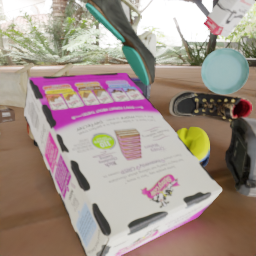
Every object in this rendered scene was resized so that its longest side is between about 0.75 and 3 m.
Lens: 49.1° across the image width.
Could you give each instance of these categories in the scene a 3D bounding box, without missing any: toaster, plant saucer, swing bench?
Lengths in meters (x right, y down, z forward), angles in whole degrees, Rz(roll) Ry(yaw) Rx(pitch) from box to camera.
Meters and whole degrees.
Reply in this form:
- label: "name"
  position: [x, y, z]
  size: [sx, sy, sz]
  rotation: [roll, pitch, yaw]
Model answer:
- label: "toaster"
  position: [2.460, 0.504, 4.765]
  size: [1.262, 1.110, 1.954]
  rotation: [5, 16, 9]
- label: "plant saucer"
  position: [5.248, -3.066, 15.318]
  size: [2.474, 2.474, 0.445]
  rotation: [2, 5, 9]
- label: "swing bench"
  position: [-4.119, -1.704, 11.757]
  size: [2.695, 1.758, 2.710]
  rotation: [10, 24, 31]

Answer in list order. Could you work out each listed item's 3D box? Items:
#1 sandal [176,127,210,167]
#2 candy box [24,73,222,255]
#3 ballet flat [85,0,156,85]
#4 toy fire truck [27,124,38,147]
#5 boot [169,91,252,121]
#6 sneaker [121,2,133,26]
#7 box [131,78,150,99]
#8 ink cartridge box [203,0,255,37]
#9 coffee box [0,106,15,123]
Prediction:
- label: "sandal"
  position: [0.754, 0.477, 5.748]
  size: [2.177, 0.865, 0.948]
  rotation: [6, -19, 43]
- label: "candy box"
  position: [-0.211, 0.294, 3.928]
  size: [1.732, 0.775, 2.541]
  rotation: [-10, 50, -34]
- label: "ballet flat"
  position: [0.134, -2.245, 6.880]
  size: [0.949, 2.774, 0.943]
  rotation: [-44, 40, -2]
- label: "toy fire truck"
  position: [-2.089, -0.127, 7.679]
  size: [1.411, 1.031, 1.603]
  rotation: [-10, 28, -30]
- label: "boot"
  position: [2.862, -0.734, 9.721]
  size: [2.491, 0.912, 1.876]
  rotation: [-4, 14, -36]
- label: "sneaker"
  position: [-0.207, -4.697, 11.932]
  size: [0.702, 1.659, 0.604]
  rotation: [-14, -32, 11]
- label: "box"
  position: [0.270, -1.803, 13.324]
  size: [1.405, 0.990, 1.898]
  rotation: [3, 15, 9]
- label: "ink cartridge box"
  position: [3.756, -4.304, 10.462]
  size: [1.151, 1.585, 0.661]
  rotation: [-8, 55, -42]
- label: "coffee box"
  position: [-4.343, -0.476, 9.644]
  size: [0.556, 0.388, 0.972]
  rotation: [-13, 20, -40]
